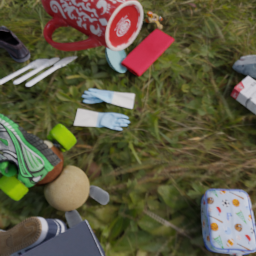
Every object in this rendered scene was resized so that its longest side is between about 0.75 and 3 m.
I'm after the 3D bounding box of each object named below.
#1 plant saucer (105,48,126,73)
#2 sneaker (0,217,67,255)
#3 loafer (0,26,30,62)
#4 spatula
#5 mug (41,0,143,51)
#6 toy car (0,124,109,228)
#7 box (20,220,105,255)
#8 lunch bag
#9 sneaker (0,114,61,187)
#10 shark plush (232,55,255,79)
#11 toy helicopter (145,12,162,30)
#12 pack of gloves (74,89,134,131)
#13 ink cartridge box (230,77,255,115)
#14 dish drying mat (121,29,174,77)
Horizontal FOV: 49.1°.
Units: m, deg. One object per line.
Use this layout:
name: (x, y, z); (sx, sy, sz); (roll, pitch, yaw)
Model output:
plant saucer: (-0.520, -2.853, 11.328); (0.247, 1.374, 1.374); (-15, 54, 32)
sneaker: (-2.958, 3.231, 7.993); (2.582, 1.401, 0.905); (-25, 62, 20)
loafer: (-5.221, -3.857, 12.005); (2.699, 0.850, 0.970); (39, 67, 20)
spatula: (-2.864, -1.790, 8.809); (1.628, 0.188, 2.342); (7, 36, 24)
mug: (-1.208, -3.533, 8.960); (2.902, 2.576, 1.936); (38, 31, 24)
toy car: (-1.980, 1.724, 8.532); (2.821, 2.226, 2.318); (46, 72, -8)
box: (-1.676, 3.714, 6.614); (2.612, 2.591, 1.609); (-25, 63, -15)
lunch bag: (2.979, 2.782, 8.261); (1.523, 0.718, 1.901); (4, 59, 0)
sneaker: (-3.012, 0.487, 7.070); (2.690, 1.049, 1.146); (27, 64, 31)
shark plush: (5.568, -1.927, 11.180); (2.749, 1.249, 1.145); (45, 89, 1)
toy helicopter: (1.310, -4.882, 12.854); (0.727, 0.433, 1.099); (-13, 57, -19)
pack of gloves: (-0.876, -0.789, 10.498); (2.057, 0.406, 1.728); (7, 59, 4)
ink cartridge box: (4.734, -1.236, 10.680); (0.919, 0.519, 1.252); (-37, 66, -19)
dish drying mat: (0.861, -3.266, 12.022); (1.012, 0.240, 2.635); (35, 64, 13)
